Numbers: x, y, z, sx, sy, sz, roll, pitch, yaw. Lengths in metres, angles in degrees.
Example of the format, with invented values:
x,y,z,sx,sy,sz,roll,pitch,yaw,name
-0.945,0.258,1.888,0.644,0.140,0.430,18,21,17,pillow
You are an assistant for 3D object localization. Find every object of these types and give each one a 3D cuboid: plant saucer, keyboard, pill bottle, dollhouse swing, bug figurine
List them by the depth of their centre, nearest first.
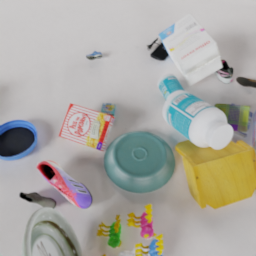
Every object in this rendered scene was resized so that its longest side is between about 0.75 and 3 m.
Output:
x,y,z,sx,sy,sz,roll,pitch,yaw,name
-2.088,3.580,7.525,0.697,2.779,2.779,-26,55,7,plant saucer
0.000,3.462,8.105,2.864,0.737,2.221,-29,30,26,bug figurine
3.123,1.482,10.385,2.348,2.064,2.134,-15,96,-11,dollhouse swing
2.583,-0.260,10.481,1.524,1.524,2.751,-22,34,-15,pill bottle
0.436,1.097,10.603,2.757,0.496,2.757,1,52,-1,plant saucer
1.992,-1.539,12.328,0.929,0.929,1.678,-14,53,-11,pill bottle
1.785,-4.313,14.886,1.295,0.210,2.038,32,58,14,keyboard

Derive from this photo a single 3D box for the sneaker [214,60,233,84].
x,y,z,sx,sy,sz,roll,pitch,yaw,name
4.353,-3.024,13.516,0.776,0.834,1.932,-34,60,-25,sneaker

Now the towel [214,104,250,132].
x,y,z,sx,sy,sz,roll,pitch,yaw,name
4.062,-0.413,11.164,1.492,1.072,0.170,8,5,44,towel

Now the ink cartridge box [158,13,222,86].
x,y,z,sx,sy,sz,roll,pitch,yaw,name
2.938,-3.476,12.929,1.784,1.738,2.775,-30,54,12,ink cartridge box

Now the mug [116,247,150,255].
x,y,z,sx,sy,sz,roll,pitch,yaw,name
0.168,3.874,7.983,0.949,0.799,1.082,44,85,-17,mug

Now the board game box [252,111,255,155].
x,y,z,sx,sy,sz,roll,pitch,yaw,name
6.151,0.737,10.584,2.726,0.561,2.719,12,64,9,board game box

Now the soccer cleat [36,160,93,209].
x,y,z,sx,sy,sz,roll,pitch,yaw,name
-2.203,1.944,9.543,2.300,0.842,0.784,39,93,16,soccer cleat

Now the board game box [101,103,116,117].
x,y,z,sx,sy,sz,roll,pitch,yaw,name
-0.869,-0.723,12.189,0.593,0.184,0.786,2,53,2,board game box

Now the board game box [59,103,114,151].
x,y,z,sx,sy,sz,roll,pitch,yaw,name
-1.642,-0.033,11.085,1.881,0.436,1.425,17,86,15,board game box

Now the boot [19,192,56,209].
x,y,z,sx,sy,sz,roll,pitch,yaw,name
-3.038,2.451,9.357,1.134,0.741,0.384,16,83,19,boot

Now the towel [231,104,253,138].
x,y,z,sx,sy,sz,roll,pitch,yaw,name
4.635,-0.318,11.791,1.056,0.171,1.437,28,57,7,towel

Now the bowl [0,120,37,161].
x,y,z,sx,sy,sz,roll,pitch,yaw,name
-4.526,0.491,11.126,1.873,0.368,1.873,0,51,0,bowl

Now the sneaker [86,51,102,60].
x,y,z,sx,sy,sz,roll,pitch,yaw,name
-1.752,-3.713,14.325,0.838,0.329,0.374,-10,63,-12,sneaker

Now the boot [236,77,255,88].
x,y,z,sx,sy,sz,roll,pitch,yaw,name
5.651,-2.164,13.194,1.112,0.409,0.420,21,35,18,boot
